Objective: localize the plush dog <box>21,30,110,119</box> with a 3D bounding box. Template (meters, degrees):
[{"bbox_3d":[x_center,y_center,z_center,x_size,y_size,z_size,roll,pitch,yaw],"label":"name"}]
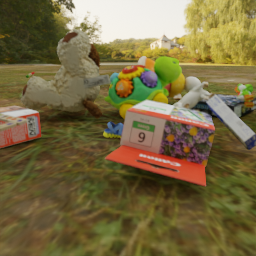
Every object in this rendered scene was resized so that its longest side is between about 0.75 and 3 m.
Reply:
[{"bbox_3d":[-1.664,-1.482,9.258,2.335,2.911,2.500,39,14,-13],"label":"plush dog"}]

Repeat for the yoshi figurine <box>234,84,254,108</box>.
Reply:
[{"bbox_3d":[3.896,-1.133,9.113,0.583,0.585,1.041,27,35,-18],"label":"yoshi figurine"}]

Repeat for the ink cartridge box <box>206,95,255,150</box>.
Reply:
[{"bbox_3d":[2.188,-0.127,5.904,0.572,0.269,1.216,34,19,-53],"label":"ink cartridge box"}]

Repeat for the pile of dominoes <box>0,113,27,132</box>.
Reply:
[{"bbox_3d":[-2.941,-0.145,5.144,1.756,0.280,1.368,11,25,38],"label":"pile of dominoes"}]

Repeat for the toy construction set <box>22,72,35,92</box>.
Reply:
[{"bbox_3d":[-4.355,-1.863,12.650,0.997,1.196,0.919,-6,19,8],"label":"toy construction set"}]

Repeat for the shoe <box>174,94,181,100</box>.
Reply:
[{"bbox_3d":[2.201,-1.440,12.643,0.310,0.236,0.885,-1,15,-2],"label":"shoe"}]

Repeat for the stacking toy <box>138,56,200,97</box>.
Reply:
[{"bbox_3d":[1.574,-1.751,11.097,2.567,1.876,1.876,8,16,3],"label":"stacking toy"}]

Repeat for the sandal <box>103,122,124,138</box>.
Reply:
[{"bbox_3d":[-0.185,0.046,6.912,0.868,0.378,0.345,1,23,2],"label":"sandal"}]

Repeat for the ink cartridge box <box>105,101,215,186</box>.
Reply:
[{"bbox_3d":[0.766,0.080,5.311,1.585,0.733,2.910,13,13,11],"label":"ink cartridge box"}]

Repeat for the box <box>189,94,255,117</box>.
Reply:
[{"bbox_3d":[3.215,-0.823,9.916,1.997,0.496,1.982,14,20,42],"label":"box"}]

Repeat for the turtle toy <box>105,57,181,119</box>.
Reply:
[{"bbox_3d":[0.488,-1.407,9.079,2.685,1.357,1.957,-20,28,-8],"label":"turtle toy"}]

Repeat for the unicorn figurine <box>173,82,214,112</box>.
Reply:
[{"bbox_3d":[2.023,-0.850,8.550,2.131,0.787,1.464,-26,5,-10],"label":"unicorn figurine"}]

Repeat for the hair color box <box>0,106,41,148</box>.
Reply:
[{"bbox_3d":[-3.255,0.050,6.306,1.203,0.694,2.170,13,20,40],"label":"hair color box"}]
